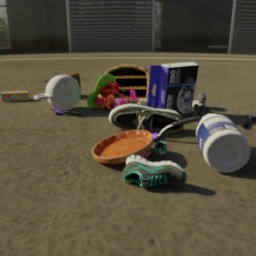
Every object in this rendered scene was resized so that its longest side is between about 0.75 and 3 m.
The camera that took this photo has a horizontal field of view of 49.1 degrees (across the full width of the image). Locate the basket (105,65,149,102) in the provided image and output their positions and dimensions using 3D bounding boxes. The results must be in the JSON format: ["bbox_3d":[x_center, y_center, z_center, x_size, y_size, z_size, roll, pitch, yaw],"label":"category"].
[{"bbox_3d":[-0.060,-2.659,16.337,2.727,1.946,2.031,1,19,5],"label":"basket"}]

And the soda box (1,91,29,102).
[{"bbox_3d":[-6.506,-1.829,16.172,1.456,0.493,0.466,-4,20,-9],"label":"soda box"}]

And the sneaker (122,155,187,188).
[{"bbox_3d":[0.642,1.302,7.417,1.786,0.693,0.815,6,36,26],"label":"sneaker"}]

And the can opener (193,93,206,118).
[{"bbox_3d":[3.536,-1.176,13.895,0.628,0.787,2.355,4,20,12],"label":"can opener"}]

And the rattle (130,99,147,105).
[{"bbox_3d":[0.509,-1.087,13.521,1.265,0.823,0.903,2,27,-16],"label":"rattle"}]

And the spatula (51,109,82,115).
[{"bbox_3d":[-2.961,-0.755,13.453,1.752,0.180,0.495,7,6,26],"label":"spatula"}]

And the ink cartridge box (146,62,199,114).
[{"bbox_3d":[2.061,-1.759,13.082,2.439,2.416,0.529,-10,29,-24],"label":"ink cartridge box"}]

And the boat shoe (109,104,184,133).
[{"bbox_3d":[0.715,-0.322,11.120,2.974,1.052,0.947,1,18,-1],"label":"boat shoe"}]

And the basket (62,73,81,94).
[{"bbox_3d":[-3.404,-2.585,16.940,1.042,1.399,0.998,-2,20,-6],"label":"basket"}]

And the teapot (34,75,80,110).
[{"bbox_3d":[-3.502,-1.788,14.274,1.394,1.884,1.909,9,-21,41],"label":"teapot"}]

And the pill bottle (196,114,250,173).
[{"bbox_3d":[2.877,0.335,8.900,1.287,1.287,2.317,2,19,4],"label":"pill bottle"}]

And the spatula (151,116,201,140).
[{"bbox_3d":[1.476,0.031,10.295,2.490,0.256,0.704,-22,13,21],"label":"spatula"}]

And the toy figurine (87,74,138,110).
[{"bbox_3d":[-0.606,-1.526,14.299,2.080,1.697,2.260,25,54,31],"label":"toy figurine"}]

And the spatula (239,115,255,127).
[{"bbox_3d":[5.292,-0.329,12.361,0.611,0.222,2.162,12,23,34],"label":"spatula"}]

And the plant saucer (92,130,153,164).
[{"bbox_3d":[-0.160,0.619,9.010,2.007,0.324,2.007,-13,19,5],"label":"plant saucer"}]

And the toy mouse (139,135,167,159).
[{"bbox_3d":[0.718,0.741,9.112,1.636,0.317,1.454,-18,21,-32],"label":"toy mouse"}]
